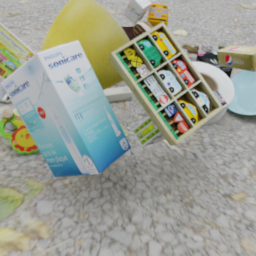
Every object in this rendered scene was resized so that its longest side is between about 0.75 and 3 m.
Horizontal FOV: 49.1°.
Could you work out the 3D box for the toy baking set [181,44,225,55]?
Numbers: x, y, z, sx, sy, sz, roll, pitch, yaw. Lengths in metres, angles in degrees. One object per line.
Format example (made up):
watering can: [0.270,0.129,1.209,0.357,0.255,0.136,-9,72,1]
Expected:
toy baking set: [3.792,-3.722,13.766,2.012,0.305,2.621,4,10,-45]

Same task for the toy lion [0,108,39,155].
toy lion: [-3.621,0.176,9.570,1.530,0.525,1.467,11,64,-10]

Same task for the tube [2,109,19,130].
tube: [-3.572,-0.769,11.019,2.642,0.686,0.767,-37,91,-40]

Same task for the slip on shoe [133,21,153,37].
slip on shoe: [0.751,-2.286,7.694,0.458,0.575,1.512,-36,84,-37]

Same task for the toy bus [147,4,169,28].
toy bus: [1.216,-4.029,11.687,0.781,2.400,0.940,8,81,7]

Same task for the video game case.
video game case: [-3.382,-1.719,6.528,0.217,1.892,1.722,-4,49,57]

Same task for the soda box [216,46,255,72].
soda box: [3.602,-2.229,8.909,0.585,0.553,1.728,-24,23,-10]

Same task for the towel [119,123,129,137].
towel: [-0.521,-0.103,7.646,1.200,0.219,0.890,40,20,3]

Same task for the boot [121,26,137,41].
boot: [-0.400,-3.860,11.201,2.066,2.484,0.899,-17,36,3]

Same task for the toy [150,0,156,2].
toy: [2.121,-5.516,10.937,2.386,0.563,1.374,-5,62,23]

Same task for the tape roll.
tape roll: [2.727,-1.389,10.995,2.623,0.917,2.623,3,55,-4]

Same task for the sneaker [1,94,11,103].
sneaker: [-5.029,-1.780,12.182,1.120,0.714,1.939,14,51,14]

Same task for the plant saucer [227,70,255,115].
plant saucer: [5.225,-1.406,11.274,2.760,0.531,2.760,-20,42,19]

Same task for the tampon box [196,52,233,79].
tampon box: [3.963,-2.774,13.100,1.137,0.958,1.517,-8,41,-9]

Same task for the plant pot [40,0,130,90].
plant pot: [-1.402,-2.023,8.163,2.762,2.762,1.961,34,71,34]

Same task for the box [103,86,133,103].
box: [-0.489,-1.387,11.839,1.300,0.445,0.534,-8,41,-9]

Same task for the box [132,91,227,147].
box: [1.455,-0.317,7.239,0.495,1.569,2.851,58,29,13]

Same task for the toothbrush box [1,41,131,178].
toothbrush box: [-1.422,-0.294,6.361,1.933,2.641,1.126,-13,16,46]

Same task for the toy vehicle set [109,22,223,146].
toy vehicle set: [0.722,-0.824,5.238,1.249,0.267,2.011,-36,92,-17]

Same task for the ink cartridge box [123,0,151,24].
ink cartridge box: [0.344,-4.517,10.587,0.607,0.840,0.618,44,55,-1]
